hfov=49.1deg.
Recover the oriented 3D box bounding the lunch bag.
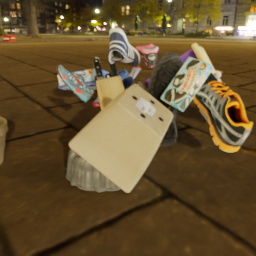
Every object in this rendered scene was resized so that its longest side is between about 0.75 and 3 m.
[{"bbox_3d":[-1.982,-2.060,12.254,2.127,0.804,1.705,-6,3,21],"label":"lunch bag"}]

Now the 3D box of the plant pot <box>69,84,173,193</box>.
[{"bbox_3d":[0.037,0.067,6.883,1.859,1.646,1.857,40,35,-2],"label":"plant pot"}]

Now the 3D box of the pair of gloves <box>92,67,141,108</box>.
[{"bbox_3d":[-0.473,-1.753,12.268,2.256,0.320,2.807,-55,29,-12],"label":"pair of gloves"}]

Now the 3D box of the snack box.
[{"bbox_3d":[1.518,-1.159,7.355,0.252,1.359,0.789,32,5,-41],"label":"snack box"}]

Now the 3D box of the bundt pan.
[{"bbox_3d":[-0.664,0.819,7.558,2.090,0.784,2.090,1,22,0],"label":"bundt pan"}]

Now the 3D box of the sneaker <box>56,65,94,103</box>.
[{"bbox_3d":[-1.505,-1.381,8.125,0.618,1.294,0.513,-43,23,-3],"label":"sneaker"}]

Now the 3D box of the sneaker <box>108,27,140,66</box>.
[{"bbox_3d":[-0.152,-2.590,10.240,0.699,1.082,1.995,-9,-27,23],"label":"sneaker"}]

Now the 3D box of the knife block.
[{"bbox_3d":[-0.622,-1.270,10.118,0.926,2.542,2.895,-14,18,-6],"label":"knife block"}]

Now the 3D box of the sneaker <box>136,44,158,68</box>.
[{"bbox_3d":[0.794,-2.930,11.505,0.745,0.899,1.886,-11,22,-1],"label":"sneaker"}]

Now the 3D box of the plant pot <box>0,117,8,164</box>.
[{"bbox_3d":[-4.057,0.470,7.809,1.416,1.229,1.416,1,21,0],"label":"plant pot"}]

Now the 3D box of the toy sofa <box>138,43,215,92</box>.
[{"bbox_3d":[1.609,-1.812,10.101,2.686,1.112,1.311,-31,-13,35],"label":"toy sofa"}]

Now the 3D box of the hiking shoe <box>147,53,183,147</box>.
[{"bbox_3d":[1.050,-0.945,8.759,1.114,2.941,1.480,2,28,-5],"label":"hiking shoe"}]

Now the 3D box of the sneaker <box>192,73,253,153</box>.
[{"bbox_3d":[2.584,-0.691,7.705,1.037,1.023,2.650,-9,62,-22],"label":"sneaker"}]

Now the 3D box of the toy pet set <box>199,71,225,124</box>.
[{"bbox_3d":[2.801,-1.373,10.682,2.523,1.340,2.355,-23,61,-15],"label":"toy pet set"}]
